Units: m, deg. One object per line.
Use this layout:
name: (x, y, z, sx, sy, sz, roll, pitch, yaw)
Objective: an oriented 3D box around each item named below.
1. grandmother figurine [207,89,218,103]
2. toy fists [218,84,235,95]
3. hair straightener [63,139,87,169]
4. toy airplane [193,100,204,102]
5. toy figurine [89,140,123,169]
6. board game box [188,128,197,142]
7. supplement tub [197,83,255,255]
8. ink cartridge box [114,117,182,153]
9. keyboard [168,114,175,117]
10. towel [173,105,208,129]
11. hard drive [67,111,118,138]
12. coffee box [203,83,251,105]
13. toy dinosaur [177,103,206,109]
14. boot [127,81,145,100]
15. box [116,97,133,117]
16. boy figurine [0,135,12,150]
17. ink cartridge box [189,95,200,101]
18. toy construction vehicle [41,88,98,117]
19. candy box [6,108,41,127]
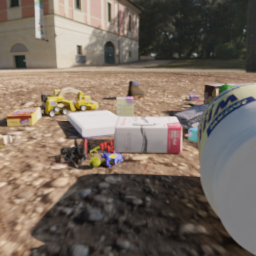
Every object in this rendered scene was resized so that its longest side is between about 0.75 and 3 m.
grandmother figurine: (4.603, -1.040, 12.304, 2.045, 1.240, 0.619, 23, 45, -9)
toy fists: (4.436, -0.795, 10.495, 2.395, 0.823, 1.221, 33, 10, -9)
hair straightener: (-1.446, 0.694, 7.588, 0.651, 0.346, 1.691, -3, 19, -7)
toy airplane: (4.408, -1.280, 14.791, 2.050, 0.377, 2.050, 5, 16, -1)
toy figurine: (-0.441, 0.714, 7.022, 0.610, 0.537, 1.018, 14, 21, 27)
board game box: (2.960, 0.294, 8.784, 1.310, 0.388, 1.722, -10, 18, -34)
supplement tub: (2.267, 0.461, 4.634, 2.165, 2.165, 2.986, 3, 15, 12)
ink cartridge box: (0.570, 0.178, 8.432, 1.908, 0.809, 1.389, -1, 15, 2)
keyboard: (2.104, -0.412, 11.533, 1.726, 0.178, 1.097, -4, 21, -2)
towel: (2.412, -0.422, 10.258, 1.177, 0.609, 1.422, -22, 10, -11)
hard drive: (-1.186, -0.201, 10.733, 1.816, 0.349, 2.753, -6, 15, -21)
coffee box: (4.904, -1.405, 13.341, 2.400, 1.357, 0.958, -3, 14, -12)
toy dinosaur: (3.203, -0.848, 12.454, 2.393, 0.568, 1.055, 7, -3, -7)
boot: (0.557, -2.510, 17.965, 0.883, 1.145, 2.363, 5, 15, 18)
box: (-0.144, -0.928, 12.549, 0.744, 0.846, 0.409, -1, 15, -3)
boy figurine: (-3.603, 0.246, 6.454, 1.662, 0.861, 2.674, 5, -16, -30)
ink cartridge box: (4.016, -1.834, 17.087, 0.552, 0.309, 0.810, 1, 13, 4)
toy construction vehicle: (-3.106, -1.399, 14.035, 2.819, 0.993, 2.455, -11, 18, -36)
candy box: (-4.279, -0.480, 11.602, 0.976, 0.473, 1.674, -3, 13, -6)
